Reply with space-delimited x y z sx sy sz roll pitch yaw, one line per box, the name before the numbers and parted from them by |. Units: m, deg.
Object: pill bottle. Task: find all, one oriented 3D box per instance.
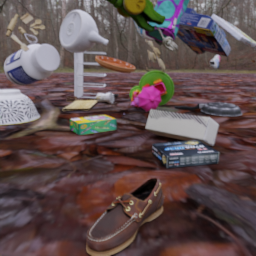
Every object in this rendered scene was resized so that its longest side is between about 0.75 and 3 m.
pill bottle | -3.799 -2.524 11.156 2.450 1.361 1.361 -4 7 44

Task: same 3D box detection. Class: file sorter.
file sorter | -2.098 -3.031 15.895 1.629 2.616 1.815 2 14 -1

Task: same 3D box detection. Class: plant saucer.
plant saucer | -0.378 -1.807 8.064 1.176 0.190 1.176 15 20 -6

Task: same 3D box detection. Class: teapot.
teapot | -1.649 -3.353 10.083 1.553 1.574 1.149 -29 -24 35

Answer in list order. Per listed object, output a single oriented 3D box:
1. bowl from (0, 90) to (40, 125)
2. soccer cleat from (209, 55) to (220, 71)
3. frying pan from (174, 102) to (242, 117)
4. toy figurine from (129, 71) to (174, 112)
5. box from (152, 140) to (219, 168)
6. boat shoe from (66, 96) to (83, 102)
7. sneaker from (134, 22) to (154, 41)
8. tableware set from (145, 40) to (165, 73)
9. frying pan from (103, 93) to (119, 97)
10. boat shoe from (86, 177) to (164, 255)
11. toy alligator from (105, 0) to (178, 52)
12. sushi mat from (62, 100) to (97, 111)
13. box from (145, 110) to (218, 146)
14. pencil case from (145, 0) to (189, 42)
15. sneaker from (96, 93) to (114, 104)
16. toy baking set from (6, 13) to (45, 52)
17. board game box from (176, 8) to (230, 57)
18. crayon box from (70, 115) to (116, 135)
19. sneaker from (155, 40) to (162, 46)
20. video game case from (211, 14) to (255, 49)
bowl | -4.368 -0.827 10.112 2.219 1.041 2.219 1 13 0
soccer cleat | 3.838 -2.963 12.436 0.431 0.349 0.999 27 51 -11
frying pan | 3.454 -0.870 11.771 1.621 0.436 2.679 -10 20 -38
toy figurine | 0.751 -1.375 12.151 2.199 1.651 2.024 -18 15 25
box | 1.205 0.546 6.066 1.162 0.267 0.924 -3 14 -13
boat shoe | -2.756 -1.488 14.399 0.862 0.303 0.304 1 12 -3
sneaker | 0.649 -3.997 10.505 0.651 1.613 0.617 2 45 49
tableware set | 1.168 -3.221 12.232 0.187 1.346 1.611 -23 -30 25
frying pan | -1.087 -1.913 16.405 1.119 0.182 0.677 3 13 18
boat shoe | -0.009 1.046 3.558 0.501 0.501 1.424 10 18 32
toy alligator | 0.160 -2.808 6.310 2.869 0.689 0.951 31 7 -22
sushi mat | -2.143 -1.036 12.839 1.159 0.147 2.423 1 14 3
box | 1.365 -0.023 7.292 1.733 0.593 0.712 11 -8 37
pencil case | 1.286 -3.464 7.931 0.912 2.143 0.990 28 -8 -38
sneaker | -1.194 -1.458 13.897 0.869 0.554 1.503 -1 4 3
toy baking set | -3.522 -3.305 9.498 1.167 1.521 0.177 15 -24 3
board game box | 2.751 -3.514 10.586 2.305 0.711 2.303 33 4 42
crayon box | -1.065 -0.104 8.543 1.244 0.362 0.739 -8 16 -30
sneaker | 1.405 -4.050 12.365 0.477 0.833 0.319 33 61 2
video game case | 4.186 -3.684 10.846 1.569 0.197 1.724 5 41 -40
